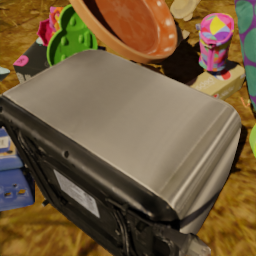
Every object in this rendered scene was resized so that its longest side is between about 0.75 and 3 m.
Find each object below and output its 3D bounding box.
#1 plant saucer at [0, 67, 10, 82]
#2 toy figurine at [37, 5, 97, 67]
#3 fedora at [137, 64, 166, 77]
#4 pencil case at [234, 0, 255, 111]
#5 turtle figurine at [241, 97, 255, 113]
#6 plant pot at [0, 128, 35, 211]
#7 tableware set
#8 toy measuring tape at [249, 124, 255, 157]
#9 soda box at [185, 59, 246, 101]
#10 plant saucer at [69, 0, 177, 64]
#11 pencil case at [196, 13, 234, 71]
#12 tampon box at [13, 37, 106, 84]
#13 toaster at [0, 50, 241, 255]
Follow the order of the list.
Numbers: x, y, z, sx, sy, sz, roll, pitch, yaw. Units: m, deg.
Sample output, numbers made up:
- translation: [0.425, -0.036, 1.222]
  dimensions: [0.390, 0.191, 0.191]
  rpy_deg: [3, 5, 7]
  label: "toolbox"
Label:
- translation: [-3.108, -0.685, 4.038]
  dimensions: [2.621, 0.505, 2.621]
  rpy_deg: [6, 15, -2]
  label: "plant saucer"
- translation: [-1.507, -2.141, 6.160]
  dimensions: [1.144, 1.524, 1.403]
  rpy_deg: [-19, 47, -30]
  label: "toy figurine"
- translation: [0.444, -0.341, 7.301]
  dimensions: [1.071, 2.625, 2.625]
  rpy_deg: [-17, 36, 40]
  label: "fedora"
- translation: [2.991, -1.564, 5.772]
  dimensions: [1.195, 2.586, 1.100]
  rpy_deg: [-16, 7, -27]
  label: "pencil case"
- translation: [4.086, -0.696, 8.498]
  dimensions: [0.941, 0.376, 1.167]
  rpy_deg: [-20, 52, -17]
  label: "turtle figurine"
- translation: [-2.283, 0.641, 4.802]
  dimensions: [1.187, 1.067, 1.187]
  rpy_deg: [-6, 38, -17]
  label: "plant pot"
- translation: [0.846, -2.987, 7.858]
  dimensions: [2.276, 0.264, 1.901]
  rpy_deg: [24, 86, 37]
  label: "tableware set"
- translation: [2.827, -0.220, 4.889]
  dimensions: [1.100, 2.989, 1.100]
  rpy_deg: [0, 32, 0]
  label: "toy measuring tape"
- translation: [2.528, -1.192, 8.661]
  dimensions: [2.445, 0.783, 0.828]
  rpy_deg: [-32, 56, -25]
  label: "soda box"
- translation: [-0.102, -2.469, 5.689]
  dimensions: [2.733, 0.441, 2.733]
  rpy_deg: [21, 54, -32]
  label: "plant saucer"
- translation: [2.190, -2.091, 7.126]
  dimensions: [0.856, 1.938, 0.856]
  rpy_deg: [-3, 80, 16]
  label: "pencil case"
- translation: [-1.960, -1.694, 8.676]
  dimensions: [2.242, 1.416, 1.681]
  rpy_deg: [13, 50, 11]
  label: "tampon box"
- translation: [-0.042, 0.663, 4.017]
  dimensions: [2.986, 2.700, 1.772]
  rpy_deg: [29, 57, 26]
  label: "toaster"
